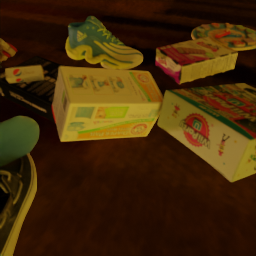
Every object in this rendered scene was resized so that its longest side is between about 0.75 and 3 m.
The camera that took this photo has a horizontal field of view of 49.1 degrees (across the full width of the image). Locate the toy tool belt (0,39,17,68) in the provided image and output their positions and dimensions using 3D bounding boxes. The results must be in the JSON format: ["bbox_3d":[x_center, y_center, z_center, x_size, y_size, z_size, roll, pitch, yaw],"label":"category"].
[{"bbox_3d":[-4.830,-2.555,9.831,1.885,1.177,1.158,24,78,28],"label":"toy tool belt"}]

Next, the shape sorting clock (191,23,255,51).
[{"bbox_3d":[3.992,-3.773,11.401,2.775,0.544,2.775,0,42,0],"label":"shape sorting clock"}]

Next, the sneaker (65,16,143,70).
[{"bbox_3d":[-0.904,-2.999,9.800,2.931,1.540,1.110,10,43,12],"label":"sneaker"}]

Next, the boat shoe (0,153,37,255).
[{"bbox_3d":[-2.454,1.304,5.401,1.064,1.047,2.951,-5,41,-5],"label":"boat shoe"}]

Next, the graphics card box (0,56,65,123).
[{"bbox_3d":[-2.400,-1.219,8.445,2.802,0.713,1.758,24,48,24],"label":"graphics card box"}]

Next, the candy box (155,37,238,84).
[{"bbox_3d":[2.321,-2.391,9.650,2.291,0.699,1.563,-17,43,-20],"label":"candy box"}]

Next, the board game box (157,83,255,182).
[{"bbox_3d":[2.491,-0.114,6.261,2.938,0.944,2.168,-10,35,-34],"label":"board game box"}]

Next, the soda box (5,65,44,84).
[{"bbox_3d":[-2.926,-1.512,7.931,0.985,0.314,0.335,-7,74,-6],"label":"soda box"}]

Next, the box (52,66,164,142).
[{"bbox_3d":[-0.483,-0.555,6.635,2.286,1.286,1.158,-3,52,-26],"label":"box"}]

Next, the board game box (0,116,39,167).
[{"bbox_3d":[-2.571,0.282,5.356,1.731,1.367,0.337,-30,65,-30],"label":"board game box"}]
